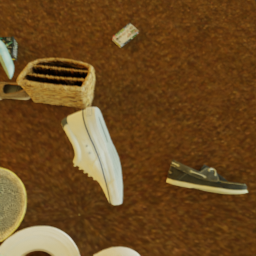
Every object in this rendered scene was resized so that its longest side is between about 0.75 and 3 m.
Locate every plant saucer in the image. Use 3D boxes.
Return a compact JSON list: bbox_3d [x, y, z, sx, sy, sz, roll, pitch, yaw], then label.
[{"bbox_3d":[-3.135,-1.808,7.085,0.220,1.141,1.141,-26,74,-20],"label":"plant saucer"}]

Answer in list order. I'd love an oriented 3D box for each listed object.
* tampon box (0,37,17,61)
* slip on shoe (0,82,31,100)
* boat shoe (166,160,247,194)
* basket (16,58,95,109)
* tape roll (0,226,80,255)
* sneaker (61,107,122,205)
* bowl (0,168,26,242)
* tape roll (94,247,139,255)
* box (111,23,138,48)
[{"bbox_3d":[-4.831,-3.152,11.219,0.607,0.511,0.809,-2,73,-1],"label":"tampon box"},{"bbox_3d":[-4.699,-1.431,10.641,1.964,0.595,0.747,6,73,2],"label":"slip on shoe"},{"bbox_3d":[2.696,1.707,9.472,2.691,0.966,0.910,11,77,6],"label":"boat shoe"},{"bbox_3d":[-2.453,-1.851,10.158,2.392,1.782,1.707,7,73,3],"label":"basket"},{"bbox_3d":[-2.723,4.371,8.417,2.699,0.944,2.699,4,70,-11],"label":"tape roll"},{"bbox_3d":[-0.787,0.746,6.647,0.924,0.953,2.610,-12,113,10],"label":"sneaker"},{"bbox_3d":[-4.276,2.552,9.110,2.367,1.111,2.367,-1,70,3],"label":"bowl"},{"bbox_3d":[-0.380,4.745,7.961,2.470,0.864,2.470,-4,100,-24],"label":"tape roll"},{"bbox_3d":[-0.125,-3.837,11.606,1.033,0.179,0.568,-42,77,-12],"label":"box"}]
